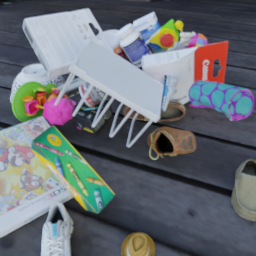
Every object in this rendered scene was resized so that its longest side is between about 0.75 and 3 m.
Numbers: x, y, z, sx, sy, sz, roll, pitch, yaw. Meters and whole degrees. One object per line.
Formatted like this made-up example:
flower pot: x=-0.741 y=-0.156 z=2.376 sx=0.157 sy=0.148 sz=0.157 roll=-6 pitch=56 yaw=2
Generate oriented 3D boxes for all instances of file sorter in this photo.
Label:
file sorter: x=-0.567 y=-0.968 z=8.427 sx=2.702 sy=1.683 sz=1.875 roll=30 pitch=37 yaw=-13

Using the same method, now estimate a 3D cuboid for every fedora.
fedora: x=0.231 y=2.729 z=6.454 sx=0.845 sy=0.345 sz=0.845 roll=0 pitch=37 yaw=0

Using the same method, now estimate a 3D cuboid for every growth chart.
growth chart: x=1.584 y=-2.722 z=11.242 sx=0.245 sy=2.762 sz=1.999 roll=44 pitch=26 yaw=9

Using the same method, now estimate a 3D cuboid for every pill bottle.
pill bottle: x=-0.890 y=-1.401 z=9.719 sx=1.458 sy=0.845 sz=0.845 roll=-27 pitch=36 yaw=10
pill bottle: x=0.219 y=-3.024 z=10.359 sx=0.829 sy=1.433 sz=0.829 roll=-29 pitch=29 yaw=18
pill bottle: x=-0.582 y=-2.821 z=12.061 sx=1.345 sy=2.356 sz=1.345 roll=-8 pitch=47 yaw=8

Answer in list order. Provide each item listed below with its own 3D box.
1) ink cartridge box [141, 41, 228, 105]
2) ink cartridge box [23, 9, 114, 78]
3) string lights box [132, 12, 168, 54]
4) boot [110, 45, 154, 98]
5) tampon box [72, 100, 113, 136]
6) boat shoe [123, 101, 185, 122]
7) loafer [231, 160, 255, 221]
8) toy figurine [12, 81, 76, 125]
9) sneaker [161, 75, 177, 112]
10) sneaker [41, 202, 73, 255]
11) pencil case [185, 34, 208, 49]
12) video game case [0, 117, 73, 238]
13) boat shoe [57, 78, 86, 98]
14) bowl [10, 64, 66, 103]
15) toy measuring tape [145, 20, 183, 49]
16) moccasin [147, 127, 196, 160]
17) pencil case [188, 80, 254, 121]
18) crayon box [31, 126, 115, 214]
ink cartridge box: x=2.126 y=-1.802 z=10.361 sx=2.983 sy=2.424 sz=0.851 roll=-5 pitch=54 yaw=10
ink cartridge box: x=-2.105 y=-3.099 z=10.043 sx=2.552 sy=0.728 sz=2.074 roll=-24 pitch=81 yaw=-35
string lights box: x=1.025 y=-3.661 z=11.605 sx=0.955 sy=1.859 sz=0.548 roll=-16 pitch=36 yaw=26
boot: x=0.149 y=-2.201 z=10.938 sx=0.877 sy=2.423 sz=2.016 roll=24 pitch=13 yaw=22
tampon box: x=-1.277 y=-0.459 z=10.245 sx=0.879 sy=0.741 sz=1.173 roll=20 pitch=52 yaw=28
boat shoe: x=0.980 y=-0.646 z=10.371 sx=2.356 sy=0.892 sz=0.846 roll=-4 pitch=16 yaw=-2
loafer: x=3.269 y=1.610 z=7.677 sx=0.754 sy=0.669 sz=1.984 roll=8 pitch=37 yaw=10
toy figurine: x=-2.503 y=-0.752 z=9.415 sx=1.813 sy=1.479 sz=1.970 roll=18 pitch=34 yaw=30
sneaker: x=1.442 y=-1.175 z=9.777 sx=0.545 sy=1.257 sz=0.471 roll=6 pitch=14 yaw=-16
sneaker: x=-1.618 y=2.589 z=6.167 sx=0.809 sy=0.935 sz=2.158 roll=-6 pitch=38 yaw=-10
pencil case: x=2.617 y=-2.863 z=11.533 sx=1.087 sy=1.087 sz=2.461 roll=12 pitch=50 yaw=16
video game case: x=-2.967 y=1.133 z=7.909 sx=2.703 sy=0.340 sz=2.970 roll=-25 pitch=58 yaw=-32
boat shoe: x=-1.801 y=-1.593 z=10.791 sx=1.776 sy=0.565 sz=0.628 roll=-19 pitch=31 yaw=2
bowl: x=-3.828 y=-1.941 z=11.994 sx=2.609 sy=1.224 sz=2.609 roll=0 pitch=37 yaw=0
toy measuring tape: x=1.205 y=-3.308 z=11.122 sx=2.485 sy=0.914 sz=0.914 roll=-31 pitch=20 yaw=35
moccasin: x=1.067 y=0.470 z=8.325 sx=0.906 sy=0.858 sz=2.347 roll=-14 pitch=10 yaw=-17
pencil case: x=2.473 y=-0.795 z=7.737 sx=0.799 sy=0.867 sz=1.877 roll=14 pitch=10 yaw=-26
crayon box: x=-1.407 y=1.049 z=6.859 sx=0.638 sy=1.300 sz=2.189 roll=-43 pitch=94 yaw=-22
